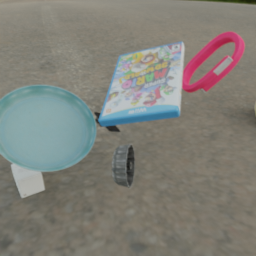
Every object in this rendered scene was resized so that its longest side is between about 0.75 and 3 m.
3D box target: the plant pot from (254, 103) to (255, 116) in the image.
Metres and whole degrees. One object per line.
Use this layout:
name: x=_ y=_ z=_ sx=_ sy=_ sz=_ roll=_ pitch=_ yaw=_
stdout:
plant pot: x=6.957 y=-1.040 z=12.609 sx=2.196 sy=2.194 sz=1.944 roll=15 pitch=42 yaw=22

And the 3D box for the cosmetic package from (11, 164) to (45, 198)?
cosmetic package: x=-3.401 y=1.681 z=9.494 sx=0.794 sy=0.799 sz=0.954 roll=-17 pitch=37 yaw=-26

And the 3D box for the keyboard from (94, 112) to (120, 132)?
keyboard: x=-0.913 y=-0.169 z=10.467 sx=0.742 sy=0.282 sz=1.425 roll=13 pitch=20 yaw=-37

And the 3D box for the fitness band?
fitness band: x=3.129 y=-2.437 z=10.699 sx=0.517 sy=2.762 sz=1.984 roll=34 pitch=30 yaw=-24

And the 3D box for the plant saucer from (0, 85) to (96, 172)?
plant saucer: x=-2.275 y=-0.006 z=7.696 sx=2.786 sy=0.382 sz=2.786 roll=11 pitch=53 yaw=-15

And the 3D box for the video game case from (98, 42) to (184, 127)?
video game case: x=0.409 y=-1.154 z=6.963 sx=1.866 sy=0.232 sz=2.607 roll=-6 pitch=46 yaw=21

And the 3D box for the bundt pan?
bundt pan: x=-0.105 y=0.791 z=5.864 sx=0.351 sy=0.935 sz=0.935 roll=-1 pitch=32 yaw=13
